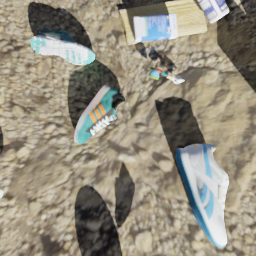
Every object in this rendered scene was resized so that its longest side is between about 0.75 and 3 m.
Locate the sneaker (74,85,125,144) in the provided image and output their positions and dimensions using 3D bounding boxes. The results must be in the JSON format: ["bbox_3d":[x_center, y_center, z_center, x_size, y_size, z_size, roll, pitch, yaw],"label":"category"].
[{"bbox_3d":[-0.850,-0.339,8.630,0.838,0.748,2.097,27,75,12],"label":"sneaker"}]

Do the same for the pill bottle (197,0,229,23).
[{"bbox_3d":[2.693,-4.144,9.133,0.685,0.685,1.233,-38,103,-10],"label":"pill bottle"}]

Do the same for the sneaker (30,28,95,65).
[{"bbox_3d":[-2.078,-2.822,9.338,2.116,0.821,0.965,17,54,-6],"label":"sneaker"}]

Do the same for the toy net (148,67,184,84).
[{"bbox_3d":[1.221,-1.657,9.059,1.212,0.636,0.234,16,112,-14],"label":"toy net"}]

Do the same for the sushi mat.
[{"bbox_3d":[1.242,-3.783,9.898,2.905,0.176,1.390,-10,75,-3],"label":"sushi mat"}]

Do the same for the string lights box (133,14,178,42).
[{"bbox_3d":[0.908,-3.366,9.456,1.419,0.418,0.729,-6,93,-4],"label":"string lights box"}]

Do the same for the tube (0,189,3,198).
[{"bbox_3d":[-4.277,1.468,7.765,1.730,0.502,0.449,30,99,13],"label":"tube"}]

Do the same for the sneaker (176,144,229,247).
[{"bbox_3d":[2.294,1.814,7.856,1.159,1.098,2.870,-14,76,-3],"label":"sneaker"}]
